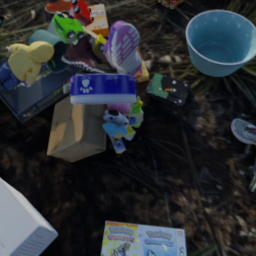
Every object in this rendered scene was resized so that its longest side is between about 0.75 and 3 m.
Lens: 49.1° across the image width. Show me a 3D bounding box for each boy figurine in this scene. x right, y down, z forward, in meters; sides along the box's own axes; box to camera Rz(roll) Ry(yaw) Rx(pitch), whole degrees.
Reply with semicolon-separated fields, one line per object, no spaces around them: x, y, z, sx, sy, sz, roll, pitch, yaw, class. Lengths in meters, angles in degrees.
-3.244;-2.008;8.657;2.202;0.709;1.369;-34;90;18;boy figurine

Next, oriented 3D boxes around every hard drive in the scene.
1.445;-1.364;10.092;1.417;0.268;0.990;22;65;10;hard drive

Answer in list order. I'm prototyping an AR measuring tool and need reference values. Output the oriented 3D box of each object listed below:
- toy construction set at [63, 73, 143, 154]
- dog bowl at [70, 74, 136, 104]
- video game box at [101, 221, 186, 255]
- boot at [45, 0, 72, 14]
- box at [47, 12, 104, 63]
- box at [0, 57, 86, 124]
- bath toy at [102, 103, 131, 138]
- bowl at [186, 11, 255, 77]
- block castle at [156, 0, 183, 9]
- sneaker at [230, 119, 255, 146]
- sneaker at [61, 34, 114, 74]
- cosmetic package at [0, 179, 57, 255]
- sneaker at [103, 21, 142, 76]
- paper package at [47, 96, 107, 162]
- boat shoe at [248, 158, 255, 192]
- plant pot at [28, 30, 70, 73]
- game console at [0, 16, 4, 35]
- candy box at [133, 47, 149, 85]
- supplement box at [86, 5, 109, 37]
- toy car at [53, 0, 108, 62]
-0.674;-0.747;9.284;2.945;1.357;1.931;43;71;7;toy construction set
-0.643;-0.966;7.268;1.689;1.689;0.665;-2;93;-1;dog bowl
0.384;3.480;7.090;2.228;0.521;2.029;6;38;0;video game box
-2.883;-5.233;11.793;1.336;0.717;0.501;-7;65;-2;boot
-1.827;-3.328;10.491;2.239;1.063;0.870;38;109;16;box
-3.297;-1.836;10.060;2.881;0.735;2.272;-38;70;-17;box
-0.227;-0.573;8.367;0.658;0.775;1.781;-14;50;27;bath toy
3.277;-2.897;10.261;2.556;1.337;2.556;0;64;0;bowl
1.740;-5.854;12.148;0.876;0.615;1.311;-40;70;-17;block castle
4.201;0.214;9.038;1.803;0.741;0.702;32;67;16;sneaker
-1.188;-2.338;8.784;1.975;0.747;1.141;23;98;22;sneaker
-3.350;2.823;7.110;1.821;1.832;2.189;39;69;19;cosmetic package
-0.293;-2.250;8.015;0.964;2.398;1.060;-44;76;-6;sneaker
-1.534;-0.071;8.615;1.766;0.958;1.852;-23;56;38;paper package
3.947;1.347;8.653;0.442;0.480;1.344;25;65;22;boat shoe
-2.653;-2.658;9.478;1.184;1.209;1.209;35;68;23;plant pot
-4.970;-3.602;10.279;0.155;1.282;0.756;49;33;6;game console
0.168;-2.312;10.491;0.846;0.409;1.450;-13;66;-7;candy box
-1.300;-4.331;11.429;0.861;0.502;1.366;-10;65;-3;supplement box
-1.536;-3.032;8.829;0.619;2.611;2.774;-36;87;28;toy car
